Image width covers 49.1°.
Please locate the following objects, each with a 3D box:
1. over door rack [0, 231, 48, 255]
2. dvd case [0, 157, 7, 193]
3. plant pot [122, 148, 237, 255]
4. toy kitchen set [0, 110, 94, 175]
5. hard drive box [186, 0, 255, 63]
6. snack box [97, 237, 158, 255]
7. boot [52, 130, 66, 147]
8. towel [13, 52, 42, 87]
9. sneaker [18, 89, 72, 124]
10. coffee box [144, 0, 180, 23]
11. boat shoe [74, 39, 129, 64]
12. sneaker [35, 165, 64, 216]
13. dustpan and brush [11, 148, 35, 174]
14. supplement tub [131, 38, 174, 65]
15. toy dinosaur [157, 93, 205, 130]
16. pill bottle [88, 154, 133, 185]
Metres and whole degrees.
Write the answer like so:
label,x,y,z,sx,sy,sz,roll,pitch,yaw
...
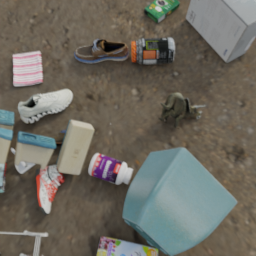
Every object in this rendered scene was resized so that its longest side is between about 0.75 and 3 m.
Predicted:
label,x,y,z,sx,sy,sz,roll,pitch,yaw
over door rack,-3.249,3.563,7.772,1.837,0.612,1.357,6,68,-10
dvd case,-4.496,1.214,8.640,1.418,0.214,1.943,-8,51,-8
plant pot,1.058,2.012,7.326,2.039,2.033,2.077,45,70,-8
toy kitchen set,-2.764,0.095,8.795,2.688,2.153,1.583,14,106,-25
hard drive box,3.433,-4.029,10.146,0.998,2.025,2.598,-29,72,-13
snack box,-0.101,3.886,7.720,1.650,0.558,1.391,11,68,3
boot,-2.269,0.323,9.235,1.110,0.415,0.538,9,68,-12
towel,-3.741,-2.214,10.385,1.047,0.214,1.430,-9,68,-4
sneaker,-2.769,-0.854,9.449,1.901,0.770,0.714,-29,55,-18
coffee box,1.381,-4.899,11.432,1.312,0.289,0.807,-42,74,-15
boat shoe,-1.006,-2.929,10.386,2.044,0.740,0.738,-5,68,-2
sneaker,-2.340,1.853,8.579,0.788,0.491,1.470,-15,66,-3
dustpan and brush,-3.444,0.990,8.926,0.579,0.237,0.830,-37,87,-4
supplement tub,0.882,-2.796,10.236,1.511,0.926,0.926,-1,68,0
toy dinosaur,1.490,-0.675,9.092,0.879,2.285,1.169,28,92,42
pill bottle,-0.533,1.306,8.677,1.277,0.718,0.718,18,69,7
